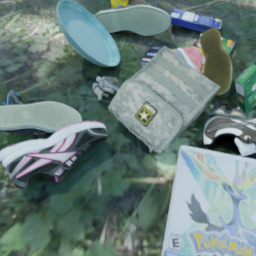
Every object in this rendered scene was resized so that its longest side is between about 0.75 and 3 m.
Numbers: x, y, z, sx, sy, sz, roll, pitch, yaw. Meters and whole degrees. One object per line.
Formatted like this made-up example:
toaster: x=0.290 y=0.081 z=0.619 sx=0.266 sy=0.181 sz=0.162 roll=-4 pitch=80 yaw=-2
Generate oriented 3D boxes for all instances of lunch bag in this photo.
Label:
lunch bag: x=0.905 y=-0.687 z=7.755 sx=1.986 sy=1.423 sz=2.421 roll=41 pitch=76 yaw=14

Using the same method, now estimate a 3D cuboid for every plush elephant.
plush elephant: x=-0.742 y=-1.201 z=8.698 sx=0.874 sy=0.677 sz=0.720 roll=12 pitch=41 yaw=-36

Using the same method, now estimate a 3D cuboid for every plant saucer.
plant saucer: x=-1.356 y=-3.086 z=9.427 sx=0.368 sy=2.687 sz=2.687 roll=-34 pitch=46 yaw=29

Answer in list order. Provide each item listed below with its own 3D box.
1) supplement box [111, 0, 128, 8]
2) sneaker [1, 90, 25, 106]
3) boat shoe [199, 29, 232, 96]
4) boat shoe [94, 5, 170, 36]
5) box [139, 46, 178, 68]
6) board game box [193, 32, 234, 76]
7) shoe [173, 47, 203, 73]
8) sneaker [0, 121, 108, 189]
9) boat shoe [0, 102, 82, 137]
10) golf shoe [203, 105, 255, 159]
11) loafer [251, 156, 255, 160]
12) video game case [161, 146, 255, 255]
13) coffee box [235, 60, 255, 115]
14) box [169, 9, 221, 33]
supplement box: x=-0.387 y=-5.766 z=12.176 sx=0.607 sy=0.611 sz=1.115 roll=6 pitch=50 yaw=-20
sneaker: x=-3.325 y=-0.577 z=8.451 sx=0.533 sy=0.476 sz=1.301 roll=-45 pitch=60 yaw=-4
boat shoe: x=2.884 y=-2.036 z=8.911 sx=0.885 sy=0.814 sz=2.477 roll=-23 pitch=57 yaw=33
boat shoe: x=0.184 y=-4.119 z=10.544 sx=2.942 sy=1.049 sz=0.886 roll=7 pitch=35 yaw=17
box: x=1.190 y=-2.397 z=9.643 sx=1.266 sy=0.315 sz=1.256 roll=14 pitch=43 yaw=22
board game box: x=2.808 y=-2.532 z=10.001 sx=1.288 sy=0.288 sz=2.458 roll=25 pitch=56 yaw=15
shoe: x=2.115 y=-1.791 z=8.779 sx=0.779 sy=0.612 sz=1.712 roll=-21 pitch=79 yaw=-31
sneaker: x=-1.740 y=0.747 z=7.169 sx=2.705 sy=1.086 sz=1.168 roll=-20 pitch=79 yaw=-16
boat shoe: x=-2.535 y=-0.222 z=7.874 sx=2.413 sy=0.751 sz=0.900 roll=-1 pitch=75 yaw=-20
golf shoe: x=3.361 y=0.277 z=7.049 sx=2.958 sy=1.150 sz=1.398 roll=4 pitch=48 yaw=33
loafer: x=3.374 y=0.618 z=7.580 sx=0.308 sy=0.310 sz=0.851 roll=13 pitch=44 yaw=26
video game case: x=2.390 y=1.918 z=6.130 sx=2.943 sy=0.324 sz=2.683 roll=11 pitch=67 yaw=8
coffee box: x=3.521 y=-1.135 z=7.940 sx=0.975 sy=1.585 sz=0.349 roll=-46 pitch=54 yaw=-1
box: x=2.634 y=-4.191 z=11.036 sx=1.975 sy=0.320 sz=1.196 roll=17 pitch=40 yaw=10
